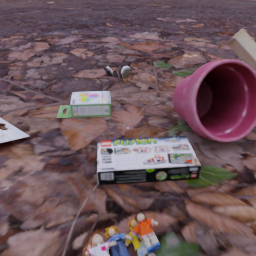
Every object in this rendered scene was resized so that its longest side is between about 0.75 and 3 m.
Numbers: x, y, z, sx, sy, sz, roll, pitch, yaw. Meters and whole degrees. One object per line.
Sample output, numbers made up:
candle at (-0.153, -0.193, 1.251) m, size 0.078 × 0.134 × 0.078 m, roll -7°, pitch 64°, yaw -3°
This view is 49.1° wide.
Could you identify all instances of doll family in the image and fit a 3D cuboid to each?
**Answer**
doll family at (-0.054, 2.111, 5.125) m, size 1.387 × 0.625 × 0.861 m, roll -25°, pitch 44°, yaw -5°

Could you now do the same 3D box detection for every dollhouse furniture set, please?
dollhouse furniture set at (3.260, -2.045, 9.408) m, size 1.137 × 2.569 × 1.332 m, roll 49°, pitch 56°, yaw 1°

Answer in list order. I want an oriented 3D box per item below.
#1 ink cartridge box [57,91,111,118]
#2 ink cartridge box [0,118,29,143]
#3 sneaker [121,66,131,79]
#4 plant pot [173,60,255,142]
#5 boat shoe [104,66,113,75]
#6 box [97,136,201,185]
ink cartridge box at (-1.503, -0.812, 9.622) m, size 1.817 × 0.539 × 0.943 m, roll -3°, pitch 33°, yaw -4°
ink cartridge box at (-4.761, 0.396, 7.864) m, size 2.411 × 0.847 × 2.967 m, roll 24°, pitch 20°, yaw 33°
sneaker at (-0.136, -2.348, 11.369) m, size 0.362 × 0.981 × 0.402 m, roll -16°, pitch 79°, yaw -10°
plant pot at (2.377, -0.819, 8.207) m, size 2.214 × 2.214 × 1.982 m, roll -10°, pitch 11°, yaw -16°
boat shoe at (-0.878, -2.551, 12.642) m, size 0.244 × 0.270 × 0.752 m, roll -23°, pitch 41°, yaw -10°
box at (0.455, 0.783, 7.211) m, size 2.467 × 0.428 × 1.358 m, roll -3°, pitch 31°, yaw -4°
